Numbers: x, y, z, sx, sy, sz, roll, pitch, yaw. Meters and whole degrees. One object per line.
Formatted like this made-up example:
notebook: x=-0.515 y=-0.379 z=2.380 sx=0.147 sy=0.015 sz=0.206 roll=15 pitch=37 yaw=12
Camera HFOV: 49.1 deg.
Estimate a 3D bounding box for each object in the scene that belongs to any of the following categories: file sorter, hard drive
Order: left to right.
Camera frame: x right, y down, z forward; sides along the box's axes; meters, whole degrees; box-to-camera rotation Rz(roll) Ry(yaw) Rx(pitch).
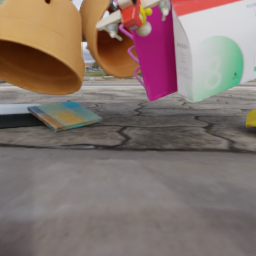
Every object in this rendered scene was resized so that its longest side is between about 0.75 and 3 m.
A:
hard drive: x=-3.848 y=-0.469 z=9.768 sx=1.969 sy=0.464 sz=2.821 roll=-5 pitch=12 yaw=-25
file sorter: x=0.805 y=-2.425 z=6.370 sx=1.904 sy=2.740 sz=1.718 roll=-22 pitch=37 yaw=-6

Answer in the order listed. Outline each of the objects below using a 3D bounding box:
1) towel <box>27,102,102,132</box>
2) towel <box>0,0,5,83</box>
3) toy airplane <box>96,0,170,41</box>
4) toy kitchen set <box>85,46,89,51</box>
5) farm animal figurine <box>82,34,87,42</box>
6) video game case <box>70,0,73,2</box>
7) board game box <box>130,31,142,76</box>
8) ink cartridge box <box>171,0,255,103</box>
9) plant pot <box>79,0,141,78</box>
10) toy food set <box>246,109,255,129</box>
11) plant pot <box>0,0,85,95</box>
towel: x=-1.974 y=-0.404 z=8.924 sx=1.454 sy=0.215 sz=1.983 roll=31 pitch=26 yaw=27
towel: x=-3.527 y=-2.675 z=7.895 sx=0.328 sy=2.881 sz=2.069 roll=29 pitch=44 yaw=25
toy airplane: x=0.129 y=-1.932 z=4.669 sx=1.146 sy=0.812 sz=1.151 roll=-42 pitch=32 yaw=-17
toy kitchen set: x=-0.996 y=-3.755 z=10.167 sx=1.662 sy=2.074 sz=1.222 roll=35 pitch=1 yaw=-11
farm animal figurine: x=-2.249 y=-3.215 z=9.255 sx=2.278 sy=1.145 sz=1.839 roll=26 pitch=54 yaw=19
video game case: x=-2.127 y=-3.157 z=7.297 sx=0.344 sy=2.903 sz=2.642 roll=33 pitch=-11 yaw=-11
board game box: x=0.718 y=-3.089 z=10.579 sx=2.278 sy=2.977 sz=0.600 roll=24 pitch=-43 yaw=-27
ink cartridge box: x=1.866 y=-2.048 z=5.328 sx=2.132 sy=2.649 sz=0.663 roll=-21 pitch=33 yaw=-20
plant pot: x=-0.273 y=-2.950 z=8.043 sx=2.537 sy=2.537 sz=1.776 roll=-8 pitch=39 yaw=-37
toy food set: x=4.163 y=-0.043 z=7.309 sx=1.302 sy=0.723 sz=2.213 roll=-30 pitch=19 yaw=-17
plant pot: x=-1.628 y=-1.583 z=5.037 sx=1.886 sy=1.320 sz=1.886 roll=9 pitch=-16 yaw=3
